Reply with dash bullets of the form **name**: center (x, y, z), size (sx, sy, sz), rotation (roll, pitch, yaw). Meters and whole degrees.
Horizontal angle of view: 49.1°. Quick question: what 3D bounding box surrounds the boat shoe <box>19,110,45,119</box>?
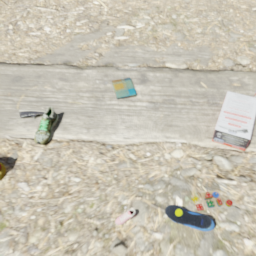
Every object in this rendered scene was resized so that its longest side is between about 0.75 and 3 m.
- **boat shoe**: center (-4.174, -0.598, 12.320), size (1.188, 0.431, 0.372), rotation (2, 92, -5)

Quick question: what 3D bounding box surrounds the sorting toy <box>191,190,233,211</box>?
- **sorting toy**: center (2.884, 2.463, 9.680), size (1.344, 0.227, 0.648), rotation (-6, 49, -5)

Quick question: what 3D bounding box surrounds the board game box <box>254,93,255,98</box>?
- **board game box**: center (6.862, -2.103, 12.822), size (1.353, 1.328, 2.579), rotation (26, 54, 14)

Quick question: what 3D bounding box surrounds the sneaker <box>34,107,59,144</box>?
- **sneaker**: center (-3.448, -0.156, 11.539), size (0.711, 0.819, 1.849), rotation (5, 50, 5)

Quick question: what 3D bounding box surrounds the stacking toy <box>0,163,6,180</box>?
- **stacking toy**: center (-6.052, 1.598, 9.865), size (2.309, 1.078, 2.551), rotation (26, 54, 21)

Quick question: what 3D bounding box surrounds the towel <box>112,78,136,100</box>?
- **towel**: center (-0.204, -1.909, 13.510), size (0.994, 0.147, 1.356), rotation (-10, 49, -9)

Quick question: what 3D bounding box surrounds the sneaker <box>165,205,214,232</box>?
- **sneaker**: center (1.982, 2.985, 9.127), size (1.625, 0.637, 0.535), rotation (10, 65, 31)

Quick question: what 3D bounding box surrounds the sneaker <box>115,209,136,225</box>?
- **sneaker**: center (-0.081, 2.903, 9.199), size (0.756, 0.395, 0.285), rotation (-21, 54, -16)

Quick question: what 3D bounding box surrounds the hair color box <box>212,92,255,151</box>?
- **hair color box**: center (4.503, -0.351, 11.715), size (1.374, 0.792, 2.478), rotation (18, 50, 18)
